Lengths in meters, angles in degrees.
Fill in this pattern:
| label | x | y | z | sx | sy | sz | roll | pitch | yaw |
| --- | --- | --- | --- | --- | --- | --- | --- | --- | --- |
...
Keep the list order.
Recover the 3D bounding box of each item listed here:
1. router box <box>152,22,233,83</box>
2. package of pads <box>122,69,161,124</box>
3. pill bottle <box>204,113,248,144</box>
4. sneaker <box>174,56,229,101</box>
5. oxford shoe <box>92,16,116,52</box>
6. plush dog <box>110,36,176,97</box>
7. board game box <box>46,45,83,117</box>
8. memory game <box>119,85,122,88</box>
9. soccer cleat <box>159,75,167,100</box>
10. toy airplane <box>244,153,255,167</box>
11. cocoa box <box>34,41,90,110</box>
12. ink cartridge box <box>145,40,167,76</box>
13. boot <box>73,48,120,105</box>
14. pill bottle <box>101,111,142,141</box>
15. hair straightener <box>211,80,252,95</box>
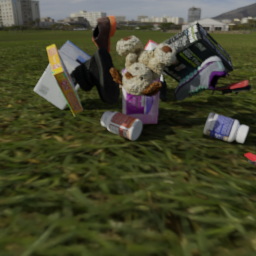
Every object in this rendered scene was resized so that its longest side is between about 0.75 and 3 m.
| label | x | y | z | sx | sy | sz | roll | pitch | yaw |
| --- | --- | --- | --- | --- | --- | --- | --- | --- | --- |
| router box | 1.965 | -2.036 | 8.432 | 1.559 | 0.646 | 2.081 | -25 | -32 | 37 |
| package of pads | 0.397 | -0.992 | 9.129 | 1.182 | 1.961 | 0.742 | -4 | 40 | -5 |
| pill bottle | 2.899 | 0.035 | 8.306 | 1.146 | 0.686 | 0.686 | 19 | 27 | 20 |
| sneaker | 1.919 | -1.144 | 7.560 | 0.609 | 1.636 | 0.716 | 7 | 50 | -39 |
| oxford shoe | -0.955 | -3.061 | 9.614 | 0.689 | 1.899 | 0.676 | -10 | 64 | -20 |
| plush dog | 0.332 | -1.462 | 7.422 | 1.617 | 1.297 | 1.389 | 21 | 66 | 17 |
| board game box | -1.919 | -1.478 | 8.348 | 0.408 | 1.302 | 2.725 | -24 | 36 | -2 |
| memory game | 0.061 | -2.435 | 15.473 | 1.876 | 0.119 | 1.876 | -1 | 22 | 0 |
| soccer cleat | 1.282 | -1.843 | 13.238 | 0.965 | 0.899 | 2.636 | -16 | 20 | 16 |
| toy airplane | 3.548 | 0.817 | 7.224 | 0.978 | 0.180 | 0.978 | 1 | 24 | 0 |
| cocoa box | -2.472 | -2.053 | 11.040 | 1.381 | 2.071 | 1.359 | 34 | 37 | -14 |
| ink cartridge box | 1.161 | -2.706 | 10.731 | 1.015 | 0.589 | 1.376 | 25 | 33 | -14 |
| boot | -1.072 | -1.461 | 9.263 | 0.753 | 2.001 | 1.496 | 9 | -27 | -44 |
| pill bottle | -0.220 | -0.108 | 8.701 | 1.196 | 0.671 | 0.671 | 21 | 29 | 27 |
| hair straightener | 3.218 | -1.140 | 8.759 | 1.320 | 0.508 | 0.270 | -10 | 51 | 49 |
